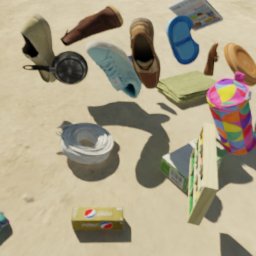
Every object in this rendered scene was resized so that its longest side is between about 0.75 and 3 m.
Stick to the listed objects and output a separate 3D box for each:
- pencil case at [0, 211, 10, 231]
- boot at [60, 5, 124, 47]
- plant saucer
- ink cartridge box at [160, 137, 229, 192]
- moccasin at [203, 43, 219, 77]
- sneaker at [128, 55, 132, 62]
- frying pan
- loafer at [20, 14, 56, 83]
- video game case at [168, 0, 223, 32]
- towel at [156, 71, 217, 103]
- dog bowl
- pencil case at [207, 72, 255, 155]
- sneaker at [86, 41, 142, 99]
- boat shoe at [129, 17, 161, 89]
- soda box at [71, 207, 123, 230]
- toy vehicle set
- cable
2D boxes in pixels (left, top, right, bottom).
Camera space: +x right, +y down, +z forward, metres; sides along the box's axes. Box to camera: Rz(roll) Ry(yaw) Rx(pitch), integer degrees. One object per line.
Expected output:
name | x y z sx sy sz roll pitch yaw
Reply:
pencil case | -3.697 2.778 7.448 0.510 0.470 1.103 11 40 25
boot | -1.562 -4.036 11.643 2.275 0.989 2.734 -40 31 -11
plant saucer | 4.716 -2.651 11.500 2.056 0.332 2.056 20 53 -30
ink cartridge box | 2.320 1.088 9.418 2.237 0.663 1.161 -24 44 -27
moccasin | 3.419 -2.726 11.220 0.510 1.322 0.484 16 2 26
sneaker | 0.043 -2.760 11.798 1.839 0.756 0.680 23 -1 -12
frying pan | -2.538 -2.292 10.197 2.253 1.363 0.367 17 29 -25
loafer | -3.352 -2.758 10.406 1.115 2.947 1.006 39 60 24
video game case | 2.482 -4.199 10.240 1.248 1.742 0.157 -8 69 45
towel | 2.894 -2.002 13.476 2.741 0.500 2.033 -19 41 -21
dog bowl | 1.829 -2.996 9.570 0.939 1.685 0.418 -27 29 -3
pencil case | 2.259 -0.205 5.941 0.860 1.945 0.860 -14 50 17
sneaker | -0.364 -1.922 9.710 1.009 2.729 1.118 -23 54 35
boat shoe | 0.502 -2.165 8.941 0.955 2.523 0.906 -7 46 14
soda box | -0.838 2.513 7.769 1.419 0.481 0.454 1 38 0
toy vehicle set | 1.700 1.002 6.478 0.276 1.296 2.086 13 39 5
cable | -1.469 0.528 9.919 1.838 0.637 1.839 -14 46 -36
